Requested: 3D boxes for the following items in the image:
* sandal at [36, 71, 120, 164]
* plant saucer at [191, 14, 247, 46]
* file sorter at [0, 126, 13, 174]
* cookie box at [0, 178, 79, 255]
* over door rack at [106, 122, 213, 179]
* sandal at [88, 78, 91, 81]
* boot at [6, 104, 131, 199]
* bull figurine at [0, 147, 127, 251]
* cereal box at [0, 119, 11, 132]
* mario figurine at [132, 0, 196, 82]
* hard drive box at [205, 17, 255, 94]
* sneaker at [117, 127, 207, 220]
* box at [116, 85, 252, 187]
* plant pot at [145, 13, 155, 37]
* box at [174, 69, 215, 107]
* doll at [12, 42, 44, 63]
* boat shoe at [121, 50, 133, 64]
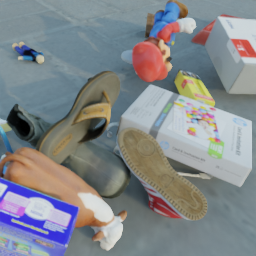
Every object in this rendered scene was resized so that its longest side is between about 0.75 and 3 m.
[{"bbox_3d":[-0.707,-0.117,4.870,0.587,0.879,2.152,21,54,27],"label":"sandal"},{"bbox_3d":[4.244,-3.713,10.933,2.645,0.486,2.650,25,48,26],"label":"plant saucer"},{"bbox_3d":[-3.529,0.927,4.726,1.906,1.685,2.747,23,45,23],"label":"file sorter"},{"bbox_3d":[-1.527,1.489,3.909,1.349,1.577,0.592,22,42,-5],"label":"cookie box"},{"bbox_3d":[0.659,0.568,5.996,2.063,0.687,1.524,0,40,-21],"label":"over door rack"},{"bbox_3d":[-0.924,-1.309,8.093,0.410,0.261,1.091,3,4,-19],"label":"sandal"},{"bbox_3d":[-1.243,0.406,5.158,2.505,1.636,0.848,28,87,43],"label":"boot"},{"bbox_3d":[-1.077,1.119,4.444,1.397,2.302,0.750,-14,37,42],"label":"bull figurine"},{"bbox_3d":[-3.208,0.021,6.396,0.791,0.217,1.100,-19,16,-31],"label":"cereal box"},{"bbox_3d":[1.046,-2.343,8.156,1.417,1.650,2.674,18,63,10],"label":"mario figurine"},{"bbox_3d":[3.883,-2.021,7.964,2.714,1.042,2.116,-1,53,-12],"label":"hard drive box"},{"bbox_3d":[0.448,0.879,4.996,0.680,1.074,1.909,-39,81,-20],"label":"sneaker"},{"bbox_3d":[1.282,0.006,5.937,2.515,0.518,1.961,23,34,11],"label":"box"},{"bbox_3d":[1.153,-4.000,10.979,0.898,0.908,0.908,6,41,0],"label":"plant pot"},{"bbox_3d":[1.770,-1.021,7.680,0.636,0.423,1.690,13,34,-13],"label":"box"},{"bbox_3d":[-3.425,-2.563,9.723,1.351,0.327,0.922,31,42,22],"label":"doll"},{"bbox_3d":[0.469,-2.119,9.024,1.389,0.475,0.513,8,64,2],"label":"boat shoe"}]
